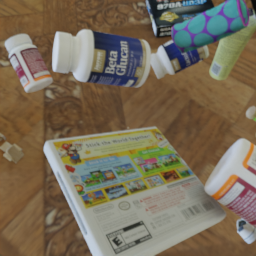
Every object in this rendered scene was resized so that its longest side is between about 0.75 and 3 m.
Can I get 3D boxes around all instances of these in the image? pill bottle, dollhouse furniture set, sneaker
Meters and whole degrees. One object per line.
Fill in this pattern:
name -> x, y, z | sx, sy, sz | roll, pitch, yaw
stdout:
pill bottle -> -2.435, -1.565, 6.835 | 0.717, 0.717, 1.256 | -26, 93, -13
pill bottle -> 1.281, -1.890, 7.302 | 1.421, 0.822, 0.822 | -26, 64, 10
dollhouse furniture set -> -4.113, 0.331, 7.707 | 2.164, 0.958, 1.122 | 34, 68, 15
pill bottle -> -0.560, -1.428, 5.775 | 1.859, 1.033, 1.033 | 2, 61, -22
sneaker -> 2.337, 1.914, 5.497 | 0.358, 0.980, 0.347 | -44, 73, 14
pill bottle -> 2.292, 1.122, 4.374 | 1.911, 1.091, 1.091 | 36, 68, 12

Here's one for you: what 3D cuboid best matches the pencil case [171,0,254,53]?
pencil case -> 1.584, -2.019, 5.494 | 0.639, 1.502, 0.694 | 11, 74, -42

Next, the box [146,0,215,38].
box -> 1.939, -4.279, 10.272 | 2.309, 0.531, 1.835 | -8, 63, -4

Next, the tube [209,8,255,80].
tube -> 2.430, -1.932, 6.542 | 0.565, 1.947, 0.506 | -13, 60, -10

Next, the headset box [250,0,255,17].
headset box -> 3.369, -2.161, 5.351 | 2.052, 0.793, 1.527 | -10, 83, -32

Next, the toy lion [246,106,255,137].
toy lion -> 3.139, -0.403, 5.926 | 0.422, 1.179, 1.230 | 25, 36, -14

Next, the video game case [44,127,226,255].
video game case -> 0.149, 0.932, 4.735 | 2.482, 0.284, 2.259 | -7, 48, -37
